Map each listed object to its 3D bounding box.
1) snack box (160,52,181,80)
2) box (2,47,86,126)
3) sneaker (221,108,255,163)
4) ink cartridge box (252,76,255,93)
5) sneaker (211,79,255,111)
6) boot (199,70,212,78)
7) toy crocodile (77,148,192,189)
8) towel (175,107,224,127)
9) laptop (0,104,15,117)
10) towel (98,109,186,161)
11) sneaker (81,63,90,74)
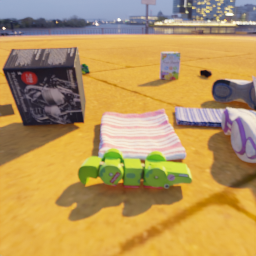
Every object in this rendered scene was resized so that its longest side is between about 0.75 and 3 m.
[{"bbox_3d":[2.102,-3.117,14.118,0.949,1.335,0.354,-1,23,-5],"label":"snack box"},{"bbox_3d":[-2.223,-1.134,7.920,1.825,2.004,1.043,-4,45,-2],"label":"box"},{"bbox_3d":[3.103,0.049,6.848,1.254,0.942,2.517,3,22,6],"label":"sneaker"},{"bbox_3d":[4.119,-0.686,7.956,0.366,1.461,1.683,-17,21,8],"label":"ink cartridge box"},{"bbox_3d":[4.497,-1.280,10.048,1.277,1.092,2.932,-11,24,-36],"label":"sneaker"},{"bbox_3d":[4.300,-2.929,14.895,0.541,0.417,1.116,-8,21,-13],"label":"boot"},{"bbox_3d":[0.125,0.861,5.379,2.181,0.673,0.736,4,21,-2],"label":"toy crocodile"},{"bbox_3d":[2.537,-0.391,8.831,2.051,0.245,1.485,3,21,6],"label":"towel"},{"bbox_3d":[-4.296,-0.526,9.470,0.755,0.467,0.806,-12,-3,-28],"label":"laptop"},{"bbox_3d":[0.241,0.109,7.412,2.000,0.409,2.733,-2,22,-3],"label":"towel"},{"bbox_3d":[-2.540,-3.439,15.972,0.501,0.547,1.284,-16,26,-33],"label":"sneaker"}]
